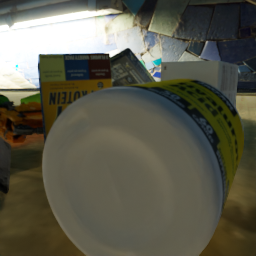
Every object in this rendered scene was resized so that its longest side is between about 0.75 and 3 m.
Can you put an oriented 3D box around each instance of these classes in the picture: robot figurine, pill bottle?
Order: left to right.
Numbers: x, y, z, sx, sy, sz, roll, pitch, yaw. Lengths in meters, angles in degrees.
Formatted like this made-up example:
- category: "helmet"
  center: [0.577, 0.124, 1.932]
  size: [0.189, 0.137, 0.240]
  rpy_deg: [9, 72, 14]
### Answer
- category: "robot figurine"
  center: [-2.301, -0.159, 6.773]
  size: [1.557, 0.625, 2.148]
  rpy_deg: [26, 20, 24]
- category: "pill bottle"
  center: [0.449, 0.186, 2.963]
  size: [1.386, 1.386, 2.490]
  rpy_deg: [5, 13, 26]

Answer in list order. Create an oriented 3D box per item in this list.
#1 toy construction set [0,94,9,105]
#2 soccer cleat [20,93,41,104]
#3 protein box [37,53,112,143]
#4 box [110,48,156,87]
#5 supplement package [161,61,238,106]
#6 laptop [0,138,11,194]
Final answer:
- category: "toy construction set"
  center: [-4.595, -0.477, 6.593]
  size: [2.120, 2.301, 2.759]
  rpy_deg: [-15, 8, 35]
- category: "soccer cleat"
  center: [-2.786, -0.893, 9.920]
  size: [1.161, 0.967, 2.865]
  rpy_deg: [-1, 3, 5]
- category: "protein box"
  center: [-1.004, -0.378, 5.124]
  size: [1.126, 1.669, 1.657]
  rpy_deg: [-6, 6, -18]
- category: "box"
  center: [-0.035, -1.939, 11.691]
  size: [1.899, 2.408, 0.614]
  rpy_deg: [-19, 40, 37]
- category: "supplement package"
  center: [2.599, -1.343, 10.110]
  size: [1.995, 1.981, 2.629]
  rpy_deg: [7, 12, 32]
- category: "laptop"
  center: [-2.709, 0.299, 3.760]
  size: [1.958, 1.011, 1.735]
  rpy_deg: [44, -2, -27]
